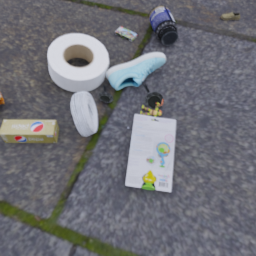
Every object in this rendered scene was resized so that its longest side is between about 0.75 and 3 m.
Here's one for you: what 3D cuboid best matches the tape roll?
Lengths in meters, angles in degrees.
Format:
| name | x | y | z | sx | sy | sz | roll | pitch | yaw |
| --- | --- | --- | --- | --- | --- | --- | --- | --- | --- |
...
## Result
| name | x | y | z | sx | sy | sz | roll | pitch | yaw |
| --- | --- | --- | --- | --- | --- | --- | --- | --- | --- |
| tape roll | -2.228 | -2.937 | 12.601 | 2.688 | 0.940 | 2.688 | 5 | 61 | -9 |

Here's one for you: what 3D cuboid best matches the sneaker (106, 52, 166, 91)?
| name | x | y | z | sx | sy | sz | roll | pitch | yaw |
| --- | --- | --- | --- | --- | --- | --- | --- | --- | --- |
| sneaker | 0.510 | -2.406 | 12.592 | 2.851 | 1.054 | 1.168 | -22 | 69 | -5 |

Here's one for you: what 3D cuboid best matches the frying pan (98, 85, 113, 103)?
| name | x | y | z | sx | sy | sz | roll | pitch | yaw |
| --- | --- | --- | --- | --- | --- | --- | --- | --- | --- |
| frying pan | -1.093 | -1.474 | 12.313 | 0.662 | 0.178 | 1.095 | -13 | 55 | -34 |

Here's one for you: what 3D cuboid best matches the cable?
| name | x | y | z | sx | sy | sz | roll | pitch | yaw |
| --- | --- | --- | --- | --- | --- | --- | --- | --- | --- |
| cable | -1.655 | -0.540 | 10.851 | 0.603 | 1.740 | 1.741 | -14 | 84 | 8 |

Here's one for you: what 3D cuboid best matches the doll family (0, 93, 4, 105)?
| name | x | y | z | sx | sy | sz | roll | pitch | yaw |
| --- | --- | --- | --- | --- | --- | --- | --- | --- | --- |
| doll family | -6.010 | -0.989 | 11.793 | 2.125 | 0.958 | 1.319 | -11 | 63 | 14 |

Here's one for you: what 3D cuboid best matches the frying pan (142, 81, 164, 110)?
| name | x | y | z | sx | sy | sz | roll | pitch | yaw |
| --- | --- | --- | --- | --- | --- | --- | --- | --- | --- |
| frying pan | 0.914 | -1.301 | 12.097 | 1.391 | 0.226 | 0.841 | 37 | 83 | 12 |

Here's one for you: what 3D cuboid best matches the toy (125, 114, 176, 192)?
| name | x | y | z | sx | sy | sz | roll | pitch | yaw |
| --- | --- | --- | --- | --- | --- | --- | --- | --- | --- |
| toy | 0.856 | 0.953 | 10.494 | 1.630 | 0.668 | 2.831 | 8 | 62 | 0 |

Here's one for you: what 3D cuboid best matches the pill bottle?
| name | x | y | z | sx | sy | sz | roll | pitch | yaw |
| --- | --- | --- | --- | --- | --- | --- | --- | --- | --- |
| pill bottle | 1.831 | -5.195 | 14.282 | 1.146 | 1.146 | 2.050 | -10 | 57 | -7 |

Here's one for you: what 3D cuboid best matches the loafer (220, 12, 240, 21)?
| name | x | y | z | sx | sy | sz | roll | pitch | yaw |
| --- | --- | --- | --- | --- | --- | --- | --- | --- | --- |
| loafer | 5.637 | -6.162 | 15.391 | 1.076 | 0.363 | 0.409 | -2 | 57 | -1 |

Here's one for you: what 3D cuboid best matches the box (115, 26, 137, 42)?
| name | x | y | z | sx | sy | sz | roll | pitch | yaw |
| --- | --- | --- | --- | --- | --- | --- | --- | --- | --- |
| box | -0.102 | -4.923 | 14.682 | 1.065 | 0.185 | 0.586 | 30 | 61 | 18 |

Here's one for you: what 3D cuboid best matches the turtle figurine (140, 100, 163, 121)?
| name | x | y | z | sx | sy | sz | roll | pitch | yaw |
| --- | --- | --- | --- | --- | --- | --- | --- | --- | --- |
| turtle figurine | 1.020 | -0.685 | 11.728 | 0.935 | 0.373 | 1.159 | 13 | 82 | 17 |

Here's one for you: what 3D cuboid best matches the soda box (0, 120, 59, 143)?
| name | x | y | z | sx | sy | sz | roll | pitch | yaw |
| --- | --- | --- | --- | --- | --- | --- | --- | --- | --- |
| soda box | -3.861 | 0.139 | 11.036 | 2.104 | 0.674 | 0.713 | 1 | 57 | 0 |
